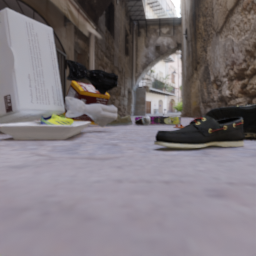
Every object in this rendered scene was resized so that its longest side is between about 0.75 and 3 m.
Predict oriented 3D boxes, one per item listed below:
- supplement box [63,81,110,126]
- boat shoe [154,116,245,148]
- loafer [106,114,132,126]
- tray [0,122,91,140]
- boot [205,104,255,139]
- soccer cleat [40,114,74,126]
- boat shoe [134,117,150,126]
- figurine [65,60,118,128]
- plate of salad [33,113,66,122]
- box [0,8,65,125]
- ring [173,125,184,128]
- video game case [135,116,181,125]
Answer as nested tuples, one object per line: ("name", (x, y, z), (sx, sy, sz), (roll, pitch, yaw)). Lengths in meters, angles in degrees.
("supplement box", (-1.904, -1.076, 12.533), (1.519, 1.540, 1.023), (6, 27, -39))
("boat shoe", (1.078, 0.063, 4.196), (1.581, 0.495, 0.578), (-3, 4, -25))
("loafer", (-0.563, -0.361, 12.823), (1.527, 0.532, 0.574), (-3, 3, -15))
("tray", (-1.801, 0.027, 6.688), (1.559, 0.322, 2.904), (-1, 3, -1))
("boot", (2.639, -0.139, 6.018), (2.018, 0.728, 1.524), (1, 0, 13))
("soccer cleat", (-1.954, -0.201, 7.720), (0.900, 0.377, 0.291), (-4, 15, -18))
("boat shoe", (0.691, -0.293, 13.264), (0.369, 0.424, 1.150), (-8, 2, -25))
("figurine", (-1.093, -0.943, 7.928), (0.720, 1.673, 1.633), (-8, -13, 41))
("plate of salad", (-4.046, -0.509, 14.681), (2.898, 0.696, 2.898), (-1, 2, 0))
("box", (-3.595, -1.479, 8.200), (2.715, 2.701, 1.774), (-12, -5, 26))
("ring", (2.455, -0.059, 10.826), (1.403, 0.135, 1.403), (-1, 3, 0))
("video game case", (1.564, -0.413, 15.024), (2.297, 0.454, 2.534), (0, 3, 5))
